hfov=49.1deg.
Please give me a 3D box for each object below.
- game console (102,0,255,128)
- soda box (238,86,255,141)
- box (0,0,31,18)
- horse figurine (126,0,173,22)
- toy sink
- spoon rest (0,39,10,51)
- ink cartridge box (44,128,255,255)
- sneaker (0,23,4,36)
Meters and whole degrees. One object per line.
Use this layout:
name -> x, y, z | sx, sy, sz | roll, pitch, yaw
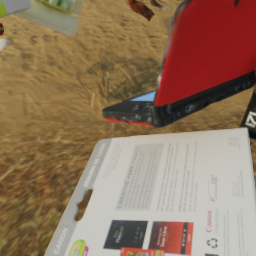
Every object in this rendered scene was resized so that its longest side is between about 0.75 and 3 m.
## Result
game console -> 0.622, -0.694, 2.850 | 1.609, 0.955, 1.386 | -22, 18, -34
soda box -> 2.364, -0.234, 3.684 | 0.853, 0.954, 2.695 | 26, 16, 33
box -> -2.675, -2.048, 4.732 | 1.526, 0.597, 2.503 | -14, 26, 4
horse figurine -> 0.436, -3.382, 5.856 | 1.474, 2.224, 0.555 | 13, 34, -7
toy sink -> -1.883, -3.887, 6.868 | 1.832, 1.574, 2.810 | 15, 42, -23
spoon rest -> -3.402, -2.022, 7.183 | 0.413, 0.252, 0.831 | 20, 52, 41
ink cartridge box -> 0.294, 0.936, 2.582 | 1.672, 0.799, 1.905 | -4, 38, 22
sneaker -> -3.480, -2.207, 6.297 | 0.659, 0.447, 1.141 | 18, 24, 33
